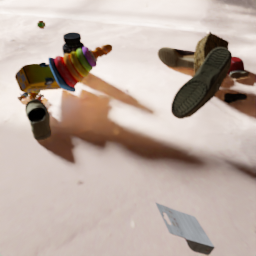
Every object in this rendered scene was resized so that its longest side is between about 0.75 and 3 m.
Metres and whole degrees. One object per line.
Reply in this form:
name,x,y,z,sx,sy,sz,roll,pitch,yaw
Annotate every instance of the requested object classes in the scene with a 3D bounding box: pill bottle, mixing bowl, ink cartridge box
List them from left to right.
pill bottle,-2.153,-2.920,11.234,0.906,1.620,0.906,0,39,0
ink cartridge box,0.957,1.819,5.063,1.011,0.288,0.821,20,17,-21
mixing bowl,4.454,-2.657,11.787,0.995,0.539,0.995,1,39,-1

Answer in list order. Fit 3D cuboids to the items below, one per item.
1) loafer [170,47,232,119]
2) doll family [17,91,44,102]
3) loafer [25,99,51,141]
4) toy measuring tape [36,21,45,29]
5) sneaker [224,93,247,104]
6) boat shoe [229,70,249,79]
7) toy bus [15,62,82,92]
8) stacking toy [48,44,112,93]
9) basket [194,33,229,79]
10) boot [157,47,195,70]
loafer,2.194,-1.158,8.084,2.368,0.799,0.901,-50,52,8
doll family,-3.535,-1.173,9.996,0.999,0.450,0.620,8,39,11
loafer,-2.849,-0.415,8.872,0.746,0.673,1.973,-16,41,-19
toy measuring tape,-2.837,-3.348,9.092,0.299,0.299,0.813,-9,21,-11
sneaker,3.815,-1.020,9.982,0.779,0.291,0.414,5,43,21
boat shoe,4.472,-2.179,11.384,0.888,0.319,0.288,-9,31,-14
toy bus,-2.752,-1.800,10.001,2.268,0.888,0.738,-16,80,-53
stacking toy,-1.443,-2.182,9.161,2.093,1.214,1.148,-28,77,11
basket,2.847,-2.461,10.336,1.165,1.216,1.633,15,73,-22
boot,2.616,-3.082,12.342,2.235,0.809,1.859,30,36,33
